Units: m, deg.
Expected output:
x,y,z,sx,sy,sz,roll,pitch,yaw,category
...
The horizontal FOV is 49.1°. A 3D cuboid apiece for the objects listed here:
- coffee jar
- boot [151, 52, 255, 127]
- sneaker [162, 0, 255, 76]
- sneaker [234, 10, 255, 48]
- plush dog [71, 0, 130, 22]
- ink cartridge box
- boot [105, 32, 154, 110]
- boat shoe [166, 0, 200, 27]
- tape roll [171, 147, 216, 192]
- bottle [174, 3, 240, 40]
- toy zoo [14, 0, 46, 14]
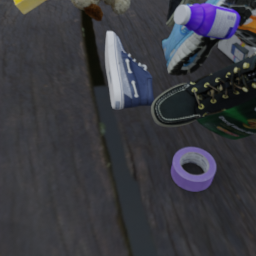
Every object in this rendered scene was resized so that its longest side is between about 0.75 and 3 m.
x,y,z,sx,sy,sz,roll,pitch,yaw,category
2.313,-0.648,4.412,1.354,2.596,1.107,24,66,-19,coffee jar
1.070,-0.470,3.307,1.484,1.121,0.536,-17,85,-14,boot
1.595,-2.448,6.170,1.104,2.816,1.266,-5,62,-39,sneaker
3.431,-2.981,8.191,2.665,1.029,1.043,36,79,14,sneaker
-0.938,-3.834,7.767,1.457,1.361,1.696,-42,77,-9,plush dog
4.841,-3.022,10.555,1.733,1.043,2.385,-13,48,-13,ink cartridge box
-0.004,-1.135,5.460,0.774,0.623,1.713,-4,68,-11,boot
1.505,-3.648,7.607,0.882,2.365,0.736,-36,83,-15,boat shoe
1.626,1.025,7.030,1.058,0.449,1.058,0,47,0,tape roll
1.387,-1.892,4.938,1.299,0.543,0.424,-5,35,-32,bottle
-1.730,-3.273,5.810,1.627,0.254,2.480,-34,49,8,toy zoo
